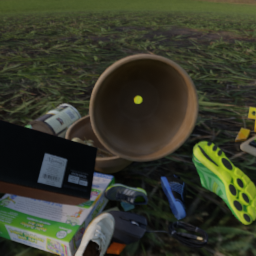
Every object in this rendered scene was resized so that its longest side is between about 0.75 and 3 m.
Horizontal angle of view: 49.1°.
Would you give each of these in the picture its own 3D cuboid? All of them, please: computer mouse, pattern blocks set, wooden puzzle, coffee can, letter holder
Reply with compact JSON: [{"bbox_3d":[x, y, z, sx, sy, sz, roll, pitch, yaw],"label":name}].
[{"bbox_3d":[0.535,2.423,6.778,2.706,0.461,0.793,2,31,12],"label":"computer mouse"},{"bbox_3d":[-0.668,2.584,7.352,2.135,0.173,1.877,-10,28,-14],"label":"pattern blocks set"},{"bbox_3d":[5.258,0.688,10.548,2.558,0.299,1.726,24,38,35],"label":"wooden puzzle"},{"bbox_3d":[-2.741,-0.014,10.566,1.268,1.268,1.732,13,28,21],"label":"coffee can"},{"bbox_3d":[-2.415,1.036,6.896,2.677,1.903,1.346,19,58,-24],"label":"letter holder"}]

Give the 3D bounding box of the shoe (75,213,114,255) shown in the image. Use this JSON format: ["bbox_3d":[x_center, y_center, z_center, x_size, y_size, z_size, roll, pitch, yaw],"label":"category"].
[{"bbox_3d":[-0.761,2.623,5.847,0.485,0.636,1.818,-21,30,55],"label":"shoe"}]

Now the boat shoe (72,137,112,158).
[{"bbox_3d":[-1.183,0.721,9.131,0.578,1.577,0.494,2,59,50],"label":"boat shoe"}]

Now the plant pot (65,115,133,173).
[{"bbox_3d":[-0.675,0.640,9.577,2.729,1.260,2.729,-2,35,2],"label":"plant pot"}]

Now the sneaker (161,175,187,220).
[{"bbox_3d":[1.456,1.919,8.131,0.653,0.588,1.676,-12,30,-5],"label":"sneaker"}]

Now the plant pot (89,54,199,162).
[{"bbox_3d":[0.389,-0.656,8.075,2.980,2.980,1.376,-3,22,-5],"label":"plant pot"}]

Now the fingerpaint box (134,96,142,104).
[{"bbox_3d":[1.190,-0.459,11.699,2.208,0.971,2.647,-1,30,10],"label":"fingerpaint box"}]

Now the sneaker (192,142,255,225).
[{"bbox_3d":[2.772,1.553,8.110,0.944,1.065,2.549,-24,64,-16],"label":"sneaker"}]

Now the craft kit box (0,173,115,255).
[{"bbox_3d":[-2.037,2.046,7.707,2.620,0.636,2.587,7,26,20],"label":"craft kit box"}]

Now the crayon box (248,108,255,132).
[{"bbox_3d":[6.083,-0.134,11.421,2.342,0.595,1.487,17,27,21],"label":"crayon box"}]

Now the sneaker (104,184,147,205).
[{"bbox_3d":[-0.022,1.879,7.741,1.268,0.468,0.513,7,8,-16],"label":"sneaker"}]

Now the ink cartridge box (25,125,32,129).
[{"bbox_3d":[-3.612,0.700,8.496,1.655,1.209,0.698,-13,53,-11],"label":"ink cartridge box"}]
